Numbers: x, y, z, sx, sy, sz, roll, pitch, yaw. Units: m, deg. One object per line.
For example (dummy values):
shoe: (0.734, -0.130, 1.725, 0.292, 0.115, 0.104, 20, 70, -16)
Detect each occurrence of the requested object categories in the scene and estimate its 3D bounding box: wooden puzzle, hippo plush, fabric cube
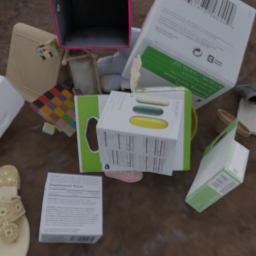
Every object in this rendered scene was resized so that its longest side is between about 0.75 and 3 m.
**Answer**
wooden puzzle: (-1.800, -0.517, 7.794, 1.328, 0.157, 2.240, 41, 37, -5)
hippo plush: (-0.250, -2.419, 9.765, 1.934, 1.952, 2.428, -36, 58, -28)
wooden puzzle: (-3.218, -2.118, 9.609, 2.245, 2.427, 0.452, 25, 15, 20)
fabric cube: (-0.925, -3.613, 8.060, 2.074, 2.035, 2.067, 0, 37, 2)

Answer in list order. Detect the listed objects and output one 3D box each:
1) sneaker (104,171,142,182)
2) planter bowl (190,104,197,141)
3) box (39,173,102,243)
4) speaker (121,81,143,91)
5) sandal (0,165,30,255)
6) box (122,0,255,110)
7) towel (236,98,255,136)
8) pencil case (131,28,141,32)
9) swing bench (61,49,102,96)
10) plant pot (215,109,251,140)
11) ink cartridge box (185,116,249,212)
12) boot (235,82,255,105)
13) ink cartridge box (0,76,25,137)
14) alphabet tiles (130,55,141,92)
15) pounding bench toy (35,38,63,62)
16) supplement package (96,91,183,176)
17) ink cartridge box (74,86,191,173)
sneaker: (-0.130, 1.146, 7.496, 1.051, 0.549, 0.396, 8, 55, 4)
planter bowl: (1.173, -0.216, 8.325, 1.799, 1.799, 0.749, 19, 14, 16)
box: (-1.285, 1.822, 6.376, 1.275, 0.727, 1.386, 8, 53, -16)
speaker: (0.203, -1.366, 9.149, 0.810, 0.329, 0.329, 6, 48, 14)
sandal: (-2.998, 1.856, 6.688, 0.963, 0.864, 2.626, -14, 50, -12)
box: (1.644, -2.408, 8.104, 2.651, 2.282, 2.665, 25, 71, -9)
towel: (3.974, -0.349, 9.032, 0.911, 0.237, 1.375, 17, 57, 16)
pencil case: (0.207, -3.808, 11.846, 1.734, 0.721, 0.786, 16, 76, 14)
swing bench: (-1.632, -1.895, 9.313, 1.138, 1.744, 1.754, -15, 43, -11)
plant pot: (2.984, -0.006, 8.287, 1.156, 0.534, 1.156, 28, 24, -13)
ink cartridge box: (2.316, 0.869, 7.035, 0.526, 1.595, 2.192, 36, 44, 5)
boot: (4.291, -1.161, 9.284, 1.224, 0.489, 1.347, -11, 16, 2)
ink cartridge box: (-4.669, -0.660, 7.956, 2.668, 1.120, 1.932, 16, 65, 21)
alphabet tiles: (0.151, -1.229, 6.302, 0.055, 0.737, 0.753, 8, 41, -14)
pounding bench toy: (-2.428, -2.232, 8.249, 0.586, 0.467, 0.751, -9, 32, 24)
supplement package: (0.261, 0.091, 5.718, 1.489, 1.122, 1.130, 9, 46, 9)
ink cartridge box: (0.143, 0.013, 7.223, 2.761, 2.040, 1.046, -1, 15, 1)
